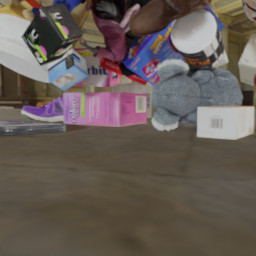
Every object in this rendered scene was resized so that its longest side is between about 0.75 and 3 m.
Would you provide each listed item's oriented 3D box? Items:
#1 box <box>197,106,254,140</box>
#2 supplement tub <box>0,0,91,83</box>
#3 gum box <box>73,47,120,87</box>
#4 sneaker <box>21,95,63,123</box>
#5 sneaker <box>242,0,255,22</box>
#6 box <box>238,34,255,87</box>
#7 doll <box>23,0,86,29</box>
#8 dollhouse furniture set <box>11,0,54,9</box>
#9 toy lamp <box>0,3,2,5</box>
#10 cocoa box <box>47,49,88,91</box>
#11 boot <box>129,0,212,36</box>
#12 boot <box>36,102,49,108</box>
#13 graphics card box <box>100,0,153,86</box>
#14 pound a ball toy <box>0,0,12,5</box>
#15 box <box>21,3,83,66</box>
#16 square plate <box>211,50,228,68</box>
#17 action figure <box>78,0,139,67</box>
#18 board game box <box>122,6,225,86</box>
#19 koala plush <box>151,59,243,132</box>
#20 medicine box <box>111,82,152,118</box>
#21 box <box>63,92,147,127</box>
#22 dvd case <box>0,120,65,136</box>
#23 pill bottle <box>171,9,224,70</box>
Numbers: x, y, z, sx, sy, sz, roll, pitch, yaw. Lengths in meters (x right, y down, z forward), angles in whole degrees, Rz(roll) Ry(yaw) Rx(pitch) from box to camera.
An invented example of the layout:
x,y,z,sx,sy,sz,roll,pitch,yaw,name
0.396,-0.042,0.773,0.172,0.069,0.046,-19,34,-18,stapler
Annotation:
x,y,z,sx,sy,sz,roll,pitch,yaw,name
2.113,-0.146,6.001,0.807,0.633,1.298,4,6,37,box
-2.355,-2.973,7.715,2.146,2.972,2.146,20,-9,3,supplement tub
-1.452,-2.343,10.761,2.424,1.375,0.801,7,23,29,gum box
-2.757,-0.746,10.712,2.535,1.058,1.022,-3,6,-28,sneaker
3.462,-3.349,7.232,2.398,0.884,0.959,20,24,-37,sneaker
3.775,-1.863,8.046,0.804,0.943,1.475,25,0,26,box
-0.977,-3.019,5.523,2.881,1.966,0.698,-36,-31,24,doll
-1.950,-2.421,4.799,1.083,0.558,1.071,24,-5,36,dollhouse furniture set
-3.216,-3.142,6.212,0.349,0.349,1.198,1,-5,15,toy lamp
-1.484,-1.400,6.870,0.831,0.545,0.554,-26,-30,22,cocoa box
0.578,-2.239,4.975,1.886,0.650,2.023,-20,7,23,boot
-3.030,-0.783,12.459,1.948,0.962,2.509,1,16,-11,boot
0.395,-3.030,9.344,1.760,2.806,0.714,20,21,-19,graphics card box
-2.817,-3.376,5.559,0.788,1.209,1.854,-32,10,3,pound a ball toy
-1.170,-1.416,4.289,0.754,0.560,0.469,-28,8,43,box
2.654,-3.403,11.657,2.325,2.347,0.334,-18,0,20,square plate
-0.310,-2.657,7.874,1.801,1.620,2.419,25,-29,22,action figure
1.380,-2.638,8.685,1.890,2.811,0.629,26,24,-42,board game box
1.546,-0.859,7.291,2.273,2.016,2.089,1,15,-39,koala plush
0.134,-1.347,13.881,1.889,1.721,0.972,4,6,37,medicine box
-0.734,-0.655,9.526,2.189,1.058,1.925,2,5,29,box
-3.110,-0.051,7.331,2.124,0.228,2.856,-3,6,-30,dvd case
1.737,-1.976,6.673,0.987,0.987,1.859,2,-3,26,pill bottle
